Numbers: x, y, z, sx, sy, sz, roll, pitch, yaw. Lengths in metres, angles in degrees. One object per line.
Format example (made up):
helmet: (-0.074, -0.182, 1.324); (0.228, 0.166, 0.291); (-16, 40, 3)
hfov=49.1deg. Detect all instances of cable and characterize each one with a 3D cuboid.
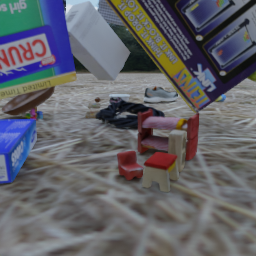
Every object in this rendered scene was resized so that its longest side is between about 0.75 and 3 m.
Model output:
cable: (0.221, -0.501, 8.977); (1.920, 0.598, 2.354); (8, 15, 29)

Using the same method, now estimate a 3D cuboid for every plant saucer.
plant saucer: (-3.361, -1.000, 9.652); (2.022, 0.348, 2.022); (-21, 27, 11)

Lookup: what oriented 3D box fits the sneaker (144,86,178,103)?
sneaker: (1.613, -1.608, 13.355); (1.908, 0.756, 0.705); (-7, 13, -31)

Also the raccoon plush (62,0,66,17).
raccoon plush: (-1.784, -2.795, 5.651); (1.400, 2.089, 1.011); (-37, 66, -27)

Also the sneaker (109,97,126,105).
sneaker: (-0.345, -1.090, 11.821); (1.012, 0.437, 0.407); (3, 15, 12)

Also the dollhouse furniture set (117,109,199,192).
dollhouse furniture set: (0.524, 0.259, 5.135); (1.142, 0.863, 2.122); (6, 15, 25)

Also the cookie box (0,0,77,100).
cookie box: (-1.923, -1.584, 3.877); (1.943, 2.271, 0.853); (-21, 30, -26)

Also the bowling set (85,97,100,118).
bowling set: (-1.239, -0.736, 9.881); (0.531, 0.688, 0.988); (-3, 10, -4)

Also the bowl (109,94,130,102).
bowl: (-0.378, -1.270, 12.620); (0.931, 0.419, 0.931); (0, 13, 0)

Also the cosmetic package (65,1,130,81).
cosmetic package: (-0.995, -2.474, 8.293); (0.851, 1.184, 2.097); (12, -24, 42)

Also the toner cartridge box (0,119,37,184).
toner cartridge box: (-2.587, 0.352, 5.436); (1.197, 0.544, 2.520); (-1, 14, -8)

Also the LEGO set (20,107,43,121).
LEGO set: (-3.284, -0.601, 9.612); (0.459, 0.494, 1.203); (-10, 17, -40)

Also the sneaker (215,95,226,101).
sneaker: (4.426, -1.515, 13.851); (0.626, 0.452, 1.192); (13, 17, -6)

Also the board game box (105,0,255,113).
board game box: (1.030, -1.706, 3.779); (2.029, 2.454, 0.696); (-36, 29, 16)

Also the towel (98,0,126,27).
towel: (-0.377, -4.500, 10.428); (1.512, 1.252, 0.647); (10, 35, -6)

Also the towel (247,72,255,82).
towel: (2.319, -1.078, 4.828); (1.008, 0.212, 2.343); (-16, 17, 8)
